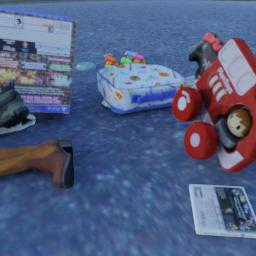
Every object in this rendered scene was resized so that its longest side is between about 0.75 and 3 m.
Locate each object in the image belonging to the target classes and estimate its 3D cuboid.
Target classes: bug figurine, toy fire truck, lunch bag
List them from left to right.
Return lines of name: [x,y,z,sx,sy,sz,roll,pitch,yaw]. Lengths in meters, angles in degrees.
bug figurine: [-0.087,-3.340,13.530,1.571,0.521,2.025,25,38,37]
lunch bag: [0.405,-1.359,9.533,2.879,1.088,2.307,-12,34,-22]
toy fire truck: [2.255,-0.452,6.252,1.428,2.139,2.547,5,53,-25]

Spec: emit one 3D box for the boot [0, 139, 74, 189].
boot: [-2.220,0.813,6.097,1.998,0.684,1.881,-7,30,-10]

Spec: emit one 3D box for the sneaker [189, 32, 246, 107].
sneaker: [3.014,-1.720,9.248,1.373,2.810,0.993,-34,-9,8]

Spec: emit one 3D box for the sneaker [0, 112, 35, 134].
sneaker: [-3.345,-0.127,7.843,0.622,0.546,1.554,23,37,40]

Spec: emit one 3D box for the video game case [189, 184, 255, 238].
video game case: [1.794,1.547,5.358,1.110,0.143,1.221,2,29,4]

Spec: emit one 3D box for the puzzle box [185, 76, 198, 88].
puzzle box: [2.741,-1.666,10.864,1.974,0.251,1.313,-18,35,-29]

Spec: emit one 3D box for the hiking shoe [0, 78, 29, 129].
hiking shoe: [-3.779,-0.331,6.994,2.415,0.914,1.216,-24,78,-12]

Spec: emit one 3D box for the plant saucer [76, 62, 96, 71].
plant saucer: [-1.976,-2.926,13.159,0.960,0.173,0.960,0,29,0]

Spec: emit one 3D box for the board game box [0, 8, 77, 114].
board game box: [-2.772,-1.894,8.080,2.146,2.692,1.303,0,24,-23]
